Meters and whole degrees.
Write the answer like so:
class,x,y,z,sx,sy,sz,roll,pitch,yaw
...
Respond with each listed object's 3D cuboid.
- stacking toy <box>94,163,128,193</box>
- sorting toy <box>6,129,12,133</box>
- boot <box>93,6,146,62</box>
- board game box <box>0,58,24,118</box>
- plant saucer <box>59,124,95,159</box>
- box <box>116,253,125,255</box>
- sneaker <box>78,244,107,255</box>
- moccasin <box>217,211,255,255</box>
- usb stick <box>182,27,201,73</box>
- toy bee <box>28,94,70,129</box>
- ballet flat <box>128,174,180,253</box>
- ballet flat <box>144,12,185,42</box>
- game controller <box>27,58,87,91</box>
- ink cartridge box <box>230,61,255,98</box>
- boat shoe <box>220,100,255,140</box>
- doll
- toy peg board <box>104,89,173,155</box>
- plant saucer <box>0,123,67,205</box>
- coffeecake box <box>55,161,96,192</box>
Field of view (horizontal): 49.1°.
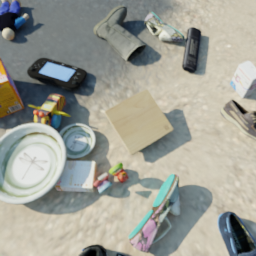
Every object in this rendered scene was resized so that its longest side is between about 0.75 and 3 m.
class,x,y,z,sx,sy,sz,roll,pitch,yaw
stacking toy,-0.503,1.722,9.363,1.227,1.110,0.518,-33,77,-19
sorting toy,-4.030,0.381,10.550,1.300,0.191,0.961,-7,59,5
boot,-0.124,-4.437,13.063,2.472,0.897,2.248,38,80,27
board game box,-5.401,-1.542,10.840,1.765,1.764,1.764,-24,63,-14
plant saucer,-1.924,0.540,10.438,1.446,0.363,1.446,0,60,1
box,0.295,4.828,7.868,2.001,0.475,1.932,15,59,10
sneaker,-1.371,4.532,7.332,1.084,1.659,2.966,13,60,7
moccasin,3.433,3.745,8.247,1.043,0.884,2.592,-23,62,-13
usb stick,2.923,-3.607,12.824,0.728,0.428,2.624,19,60,-9
toy bee,-2.978,-0.440,10.476,1.599,1.328,2.443,-4,60,-4
ballet flat,1.065,2.751,8.941,0.942,0.915,2.647,38,70,0
ballet flat,1.627,-4.586,13.316,0.837,0.837,2.326,-36,65,-19
game controller,-3.048,-2.347,12.051,2.460,0.518,1.283,19,62,10
ink cartridge box,4.769,-1.957,11.400,0.521,1.232,0.890,-23,62,-13
boat shoe,4.501,-0.285,10.536,2.148,0.787,0.800,39,39,20
doll,-5.779,-5.376,13.759,1.803,0.640,2.643,-6,59,-3
toy peg board,0.354,-0.143,10.679,1.894,0.927,1.887,-30,79,-15
plant saucer,-3.410,1.251,9.684,2.853,0.716,2.853,-4,63,8
coffeecake box,-1.798,1.673,9.710,1.269,0.464,0.974,2,60,1
